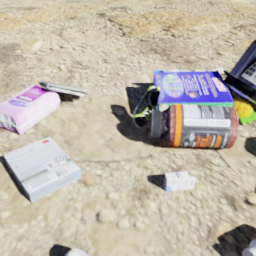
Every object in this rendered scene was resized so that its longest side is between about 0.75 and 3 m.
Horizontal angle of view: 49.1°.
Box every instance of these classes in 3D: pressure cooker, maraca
[{"bbox_3d":[5.221,-1.887,11.149,2.308,2.584,2.272,25,20,-23],"label":"pressure cooker"},{"bbox_3d":[4.427,-0.647,10.901,0.918,0.716,1.339,-28,50,-4],"label":"maraca"}]

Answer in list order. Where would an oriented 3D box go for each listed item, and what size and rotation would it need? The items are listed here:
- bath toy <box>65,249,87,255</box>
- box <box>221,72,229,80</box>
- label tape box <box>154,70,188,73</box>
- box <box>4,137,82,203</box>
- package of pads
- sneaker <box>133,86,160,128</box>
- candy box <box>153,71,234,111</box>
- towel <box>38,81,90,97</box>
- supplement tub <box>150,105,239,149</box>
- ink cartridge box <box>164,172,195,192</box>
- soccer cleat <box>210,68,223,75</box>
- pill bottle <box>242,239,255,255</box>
[{"bbox_3d":[-0.642,3.102,5.565,1.783,0.775,0.659,21,76,27],"label":"bath toy"},{"bbox_3d":[4.870,-2.641,14.221,0.605,0.187,0.757,3,35,8],"label":"box"},{"bbox_3d":[1.904,-2.050,12.596,1.459,1.045,0.482,-2,34,-3],"label":"label tape box"},{"bbox_3d":[-2.625,1.162,8.516,1.594,0.421,2.044,-24,42,-31],"label":"box"},{"bbox_3d":[-3.931,-0.757,10.877,1.415,0.888,2.348,18,39,20],"label":"package of pads"},{"bbox_3d":[0.678,-0.747,10.080,0.601,1.675,0.693,18,9,-19],"label":"sneaker"},{"bbox_3d":[2.479,-1.280,11.324,2.812,1.083,2.377,-1,40,2],"label":"candy box"},{"bbox_3d":[-2.744,-1.651,11.933,1.854,0.320,1.785,6,9,-31],"label":"towel"},{"bbox_3d":[2.125,-0.051,9.382,2.727,1.458,1.458,2,35,4],"label":"supplement tub"},{"bbox_3d":[1.458,1.515,7.958,0.817,0.470,0.277,-4,35,-6],"label":"ink cartridge box"},{"bbox_3d":[4.239,-2.769,14.088,1.103,0.382,0.428,-17,28,6],"label":"soccer cleat"},{"bbox_3d":[3.124,2.673,6.113,1.187,0.668,0.668,-16,38,-20],"label":"pill bottle"}]
